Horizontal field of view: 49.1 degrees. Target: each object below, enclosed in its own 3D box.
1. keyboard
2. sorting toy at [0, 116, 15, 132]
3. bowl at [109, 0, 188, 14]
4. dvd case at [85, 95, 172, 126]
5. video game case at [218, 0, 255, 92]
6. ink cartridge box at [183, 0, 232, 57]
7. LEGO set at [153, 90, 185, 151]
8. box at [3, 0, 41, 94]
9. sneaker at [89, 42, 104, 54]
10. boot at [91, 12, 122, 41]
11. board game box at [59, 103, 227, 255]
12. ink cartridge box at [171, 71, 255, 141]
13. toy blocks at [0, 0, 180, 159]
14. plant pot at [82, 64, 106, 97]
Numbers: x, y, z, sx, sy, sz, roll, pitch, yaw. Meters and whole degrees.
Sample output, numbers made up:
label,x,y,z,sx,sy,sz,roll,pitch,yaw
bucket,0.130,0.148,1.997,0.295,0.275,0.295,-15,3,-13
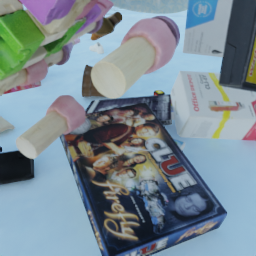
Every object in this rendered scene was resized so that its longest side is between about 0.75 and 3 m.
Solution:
label,x,y,z,sx,sy,sz,roll,pitch,yaw
keyboard,-2.780,0.773,5.450,1.796,0.230,1.078,-8,43,-15
sorting toy,-3.790,0.067,6.638,2.588,0.381,1.913,25,37,38
bowl,0.445,-3.932,6.948,2.666,1.434,2.666,8,8,-1
dvd case,-0.033,-0.407,7.023,2.222,0.177,1.652,-3,26,10
video game case,2.085,-1.822,3.843,0.343,2.689,2.430,16,13,38
ink cartridge box,2.660,-2.302,5.840,2.817,1.631,0.939,9,63,11
LEGO set,0.708,-0.377,7.174,2.195,0.721,2.938,19,34,25
box,-2.177,-1.566,4.972,0.819,1.716,0.856,-17,45,-18
sneaker,-1.562,-4.066,14.024,0.421,0.495,1.119,-22,36,-32
boot,-0.801,-2.734,7.797,0.982,0.485,1.264,-18,30,45
board game box,0.050,0.686,4.737,1.857,0.474,2.741,-13,46,-21
ink cartridge box,2.130,-0.526,6.570,1.982,0.827,1.439,2,54,-8
toy blocks,-0.927,-1.511,3.750,2.553,2.732,2.299,-29,15,43
plant pot,-0.861,-1.413,8.792,1.011,1.021,1.021,7,29,-1
